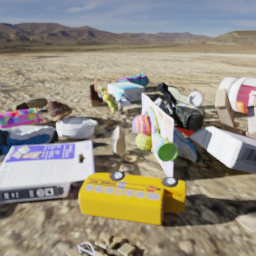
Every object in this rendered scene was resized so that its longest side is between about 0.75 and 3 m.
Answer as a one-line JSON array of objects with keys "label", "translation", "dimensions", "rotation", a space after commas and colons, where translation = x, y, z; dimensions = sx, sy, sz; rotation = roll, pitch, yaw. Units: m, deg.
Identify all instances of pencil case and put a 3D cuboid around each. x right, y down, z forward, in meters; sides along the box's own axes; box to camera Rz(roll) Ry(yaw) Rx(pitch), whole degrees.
[{"label": "pencil case", "translation": [-4.219, -0.317, 10.791], "dimensions": [1.694, 0.749, 0.749], "rotation": [-14, 24, -32]}, {"label": "pencil case", "translation": [0.365, -2.872, 17.579], "dimensions": [0.927, 1.006, 2.178], "rotation": [49, 41, 15]}]

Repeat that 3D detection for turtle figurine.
[{"label": "turtle figurine", "translation": [-0.849, -1.317, 12.502], "dimensions": [0.573, 1.780, 1.435], "rotation": [-31, -11, 7]}]

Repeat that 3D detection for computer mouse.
[{"label": "computer mouse", "translation": [1.210, -0.671, 10.931], "dimensions": [0.520, 1.299, 2.370], "rotation": [-18, 27, 43]}]

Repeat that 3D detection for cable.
[{"label": "cable", "translation": [-1.917, -0.012, 10.242], "dimensions": [1.375, 0.476, 1.375], "rotation": [-11, 21, -30]}]

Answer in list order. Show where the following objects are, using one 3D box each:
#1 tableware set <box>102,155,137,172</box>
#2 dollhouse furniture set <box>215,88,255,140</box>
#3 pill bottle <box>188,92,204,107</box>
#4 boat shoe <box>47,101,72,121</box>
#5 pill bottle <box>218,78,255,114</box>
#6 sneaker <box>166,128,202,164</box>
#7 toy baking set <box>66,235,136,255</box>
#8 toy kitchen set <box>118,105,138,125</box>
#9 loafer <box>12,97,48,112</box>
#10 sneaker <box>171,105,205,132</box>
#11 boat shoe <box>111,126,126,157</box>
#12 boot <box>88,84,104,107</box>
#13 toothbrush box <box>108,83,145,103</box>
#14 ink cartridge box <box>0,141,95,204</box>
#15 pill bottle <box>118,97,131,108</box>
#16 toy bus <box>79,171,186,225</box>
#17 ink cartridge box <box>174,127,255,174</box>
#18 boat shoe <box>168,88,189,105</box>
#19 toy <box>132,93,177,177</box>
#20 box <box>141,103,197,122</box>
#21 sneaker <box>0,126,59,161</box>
[{"label": "tableware set", "translation": [-0.209, 0.980, 7.969], "dimensions": [0.854, 0.119, 1.022], "rotation": [4, 20, 13]}, {"label": "dollhouse furniture set", "translation": [4.348, -0.544, 8.881], "dimensions": [2.825, 1.251, 1.464], "rotation": [-9, 45, 31]}, {"label": "pill bottle", "translation": [2.976, -1.239, 12.243], "dimensions": [0.655, 0.655, 1.195], "rotation": [6, 8, 17]}, {"label": "boat shoe", "translation": [-2.708, -0.732, 11.095], "dimensions": [0.746, 0.745, 2.118], "rotation": [-31, 4, -6]}, {"label": "pill bottle", "translation": [5.134, -1.237, 11.349], "dimensions": [1.473, 1.473, 2.688], "rotation": [-16, 26, -39]}, {"label": "sneaker", "translation": [1.551, 0.662, 8.395], "dimensions": [0.746, 0.645, 1.721], "rotation": [-32, 30, -3]}, {"label": "toy baking set", "translation": [-0.430, 2.135, 4.710], "dimensions": [1.109, 0.129, 0.851], "rotation": [-4, 13, -30]}, {"label": "toy kitchen set", "translation": [0.019, -0.661, 11.015], "dimensions": [0.733, 0.663, 0.812], "rotation": [-14, 33, 0]}, {"label": "loafer", "translation": [-4.514, -1.000, 12.955], "dimensions": [1.619, 0.615, 0.546], "rotation": [-17, 25, -16]}, {"label": "sneaker", "translation": [2.153, -0.302, 10.533], "dimensions": [1.277, 0.852, 2.229], "rotation": [7, 18, 18]}, {"label": "boat shoe", "translation": [-0.335, 0.465, 8.672], "dimensions": [0.391, 0.434, 1.207], "rotation": [-35, 35, 30]}, {"label": "boot", "translation": [-1.597, -1.697, 14.136], "dimensions": [0.462, 1.062, 1.277], "rotation": [7, 21, 19]}, {"label": "toothbrush box", "translation": [-0.122, -1.945, 15.264], "dimensions": [1.329, 0.774, 1.815], "rotation": [-12, 23, -30]}, {"label": "ink cartridge box", "translation": [-2.036, 1.032, 7.206], "dimensions": [2.324, 0.504, 2.303], "rotation": [-5, 20, -7]}, {"label": "pill bottle", "translation": [-0.167, -1.059, 13.065], "dimensions": [0.576, 0.576, 0.996], "rotation": [-2, 20, -4]}, {"label": "toy bus", "translation": [0.118, 1.424, 5.712], "dimensions": [2.061, 0.671, 0.807], "rotation": [4, 32, 12]}, {"label": "ink cartridge box", "translation": [2.958, 0.410, 7.674], "dimensions": [2.407, 0.845, 2.961], "rotation": [14, 18, -20]}, {"label": "boat shoe", "translation": [2.402, -1.506, 13.414], "dimensions": [1.288, 0.458, 0.403], "rotation": [29, 6, 10]}, {"label": "toy", "translation": [0.557, 0.145, 8.031], "dimensions": [0.684, 1.669, 2.898], "rotation": [-7, 20, -13]}, {"label": "box", "translation": [1.770, -0.634, 12.149], "dimensions": [2.192, 0.381, 1.206], "rotation": [-12, 23, -31]}, {"label": "sneaker", "translation": [-3.558, 0.391, 8.712], "dimensions": [2.541, 0.953, 1.101], "rotation": [-4, 12, -37]}]
